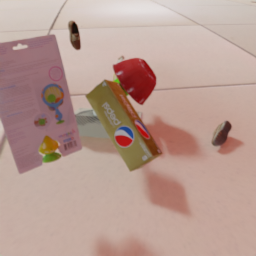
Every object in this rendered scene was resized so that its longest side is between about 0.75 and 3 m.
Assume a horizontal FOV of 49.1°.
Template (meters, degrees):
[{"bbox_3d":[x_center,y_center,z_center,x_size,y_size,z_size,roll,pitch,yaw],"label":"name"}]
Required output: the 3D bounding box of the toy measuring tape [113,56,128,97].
[{"bbox_3d":[-0.123,-1.629,9.350,0.743,0.743,2.021,1,44,2],"label":"toy measuring tape"}]

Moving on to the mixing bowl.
[{"bbox_3d":[0.333,-1.572,8.703,0.850,1.569,1.569,-34,28,19],"label":"mixing bowl"}]

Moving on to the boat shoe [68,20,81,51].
[{"bbox_3d":[-1.760,-3.040,9.255,0.365,0.965,0.346,-23,26,-19],"label":"boat shoe"}]

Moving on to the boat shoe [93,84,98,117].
[{"bbox_3d":[-0.773,-1.005,8.630,0.708,0.637,2.002,1,27,-11],"label":"boat shoe"}]

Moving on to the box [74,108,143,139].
[{"bbox_3d":[-0.602,-0.127,8.476,2.040,0.697,0.838,3,21,5],"label":"box"}]

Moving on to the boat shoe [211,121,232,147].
[{"bbox_3d":[2.717,0.200,8.312,1.043,0.395,0.374,-44,10,-34],"label":"boat shoe"}]

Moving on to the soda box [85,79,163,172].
[{"bbox_3d":[-0.117,-0.087,6.938,2.242,0.718,0.759,58,21,13],"label":"soda box"}]

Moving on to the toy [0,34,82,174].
[{"bbox_3d":[-1.807,-0.451,5.366,1.353,2.351,0.555,-22,19,-29],"label":"toy"}]
